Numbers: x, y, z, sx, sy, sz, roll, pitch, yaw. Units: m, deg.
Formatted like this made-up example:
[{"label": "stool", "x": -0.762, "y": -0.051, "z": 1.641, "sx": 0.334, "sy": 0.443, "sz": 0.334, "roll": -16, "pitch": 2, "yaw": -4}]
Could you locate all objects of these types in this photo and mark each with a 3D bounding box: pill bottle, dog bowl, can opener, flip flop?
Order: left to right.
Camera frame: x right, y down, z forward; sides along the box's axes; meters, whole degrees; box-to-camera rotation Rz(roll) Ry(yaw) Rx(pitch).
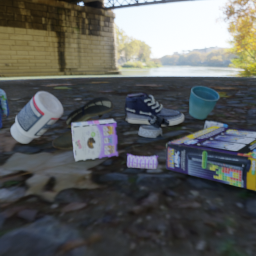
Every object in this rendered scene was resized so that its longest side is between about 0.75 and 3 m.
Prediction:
[{"label": "pill bottle", "x": -2.994, "y": -0.280, "z": 9.027, "sx": 1.685, "sy": 1.007, "sz": 1.007, "roll": -39, "pitch": -1, "yaw": 22}, {"label": "flip flop", "x": -1.525, "y": -0.530, "z": 11.394, "sx": 2.290, "sy": 0.659, "sz": 0.929, "roll": -25, "pitch": 44, "yaw": 23}, {"label": "dog bowl", "x": 0.831, "y": 0.134, "z": 10.403, "sx": 0.907, "sy": 0.266, "sz": 0.907, "roll": 3, "pitch": 11, "yaw": -1}, {"label": "can opener", "x": 1.021, "y": -0.230, "z": 10.605, "sx": 0.625, "sy": 0.504, "sz": 1.589, "roll": 32, "pitch": -2, "yaw": -15}]

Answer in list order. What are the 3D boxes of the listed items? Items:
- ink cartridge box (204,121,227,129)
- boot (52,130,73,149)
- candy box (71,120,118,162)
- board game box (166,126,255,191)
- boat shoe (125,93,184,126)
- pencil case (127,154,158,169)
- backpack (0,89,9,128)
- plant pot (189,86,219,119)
[{"label": "ink cartridge box", "x": 3.183, "y": 0.029, "z": 10.223, "sx": 0.759, "sy": 0.440, "sz": 0.257, "roll": 15, "pitch": 11, "yaw": 20}, {"label": "boot", "x": -1.544, "y": 0.192, "z": 8.707, "sx": 1.592, "sy": 0.595, "sz": 0.772, "roll": -17, "pitch": -14, "yaw": -26}, {"label": "candy box", "x": -0.949, "y": 0.341, "z": 7.961, "sx": 1.224, "sy": 1.026, "sz": 0.438, "roll": -6, "pitch": 17, "yaw": -15}, {"label": "board game box", "x": 2.642, "y": 0.626, "z": 7.334, "sx": 2.226, "sy": 0.763, "sz": 2.693, "roll": 7, "pitch": 14, "yaw": 41}, {"label": "boat shoe", "x": 1.064, "y": -0.841, "z": 12.106, "sx": 2.647, "sy": 1.227, "sz": 0.988, "roll": 1, "pitch": 28, "yaw": 16}, {"label": "pencil case", "x": 0.375, "y": 0.879, "z": 7.310, "sx": 0.829, "sy": 0.354, "sz": 0.348, "roll": 2, "pitch": -2, "yaw": 6}, {"label": "backpack", "x": -5.559, "y": -0.788, "z": 11.252, "sx": 1.266, "sy": 1.723, "sz": 1.577, "roll": -11, "pitch": 20, "yaw": -40}, {"label": "plant pot", "x": 3.434, "y": -1.113, "z": 13.156, "sx": 1.287, "sy": 1.209, "sz": 1.287, "roll": 7, "pitch": 36, "yaw": -5}]
